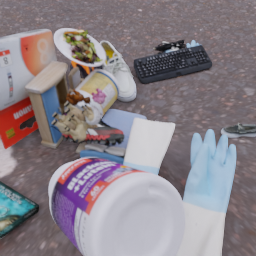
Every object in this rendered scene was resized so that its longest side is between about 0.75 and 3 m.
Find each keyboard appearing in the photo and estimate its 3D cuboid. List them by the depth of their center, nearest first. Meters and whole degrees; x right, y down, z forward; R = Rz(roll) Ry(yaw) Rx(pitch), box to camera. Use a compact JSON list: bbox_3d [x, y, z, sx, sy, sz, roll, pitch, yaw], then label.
[{"bbox_3d":[1.491,-2.452,9.615,2.764,0.548,1.438,-16,64,-16],"label":"keyboard"}]

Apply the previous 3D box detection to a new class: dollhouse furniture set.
[{"bbox_3d":[-0.606,-0.574,6.942,2.706,1.766,2.555,13,44,13],"label":"dollhouse furniture set"}]

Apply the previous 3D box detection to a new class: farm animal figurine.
[{"bbox_3d":[-0.885,-0.218,5.690,1.354,0.681,1.094,15,68,54],"label":"farm animal figurine"}]

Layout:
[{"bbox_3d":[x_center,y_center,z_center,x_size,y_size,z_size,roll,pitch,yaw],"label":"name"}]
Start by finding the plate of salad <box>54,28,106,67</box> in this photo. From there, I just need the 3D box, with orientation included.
[{"bbox_3d":[-1.131,-2.032,6.858,1.358,0.326,1.358,21,43,-21],"label":"plate of salad"}]

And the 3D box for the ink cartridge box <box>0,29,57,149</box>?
[{"bbox_3d":[-2.358,-0.930,6.551,0.596,2.379,1.930,5,28,25],"label":"ink cartridge box"}]

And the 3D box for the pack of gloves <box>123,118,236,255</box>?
[{"bbox_3d":[0.728,0.986,5.137,2.205,0.518,2.625,10,65,19],"label":"pack of gloves"}]

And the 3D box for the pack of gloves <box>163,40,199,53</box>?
[{"bbox_3d":[2.094,-2.939,10.582,1.583,0.372,1.884,5,42,4],"label":"pack of gloves"}]

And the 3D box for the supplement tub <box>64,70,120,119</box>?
[{"bbox_3d":[-0.925,-0.771,7.316,0.983,0.983,1.359,20,54,21],"label":"supplement tub"}]

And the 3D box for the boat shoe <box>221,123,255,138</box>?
[{"bbox_3d":[2.939,0.027,7.337,0.968,0.343,0.349,-2,42,-3],"label":"boat shoe"}]

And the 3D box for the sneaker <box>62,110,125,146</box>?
[{"bbox_3d":[-0.771,-0.017,6.234,1.611,0.569,0.787,5,82,32],"label":"sneaker"}]

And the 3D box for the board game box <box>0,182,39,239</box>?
[{"bbox_3d":[-2.729,1.523,5.559,1.553,0.219,1.050,21,27,22],"label":"board game box"}]

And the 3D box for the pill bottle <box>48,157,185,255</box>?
[{"bbox_3d":[-0.417,1.192,4.376,1.375,1.375,2.468,-28,15,-27],"label":"pill bottle"}]

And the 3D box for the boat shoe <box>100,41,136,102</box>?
[{"bbox_3d":[-0.384,-1.879,8.627,0.832,0.961,2.253,-20,61,-5],"label":"boat shoe"}]

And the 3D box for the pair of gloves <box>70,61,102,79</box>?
[{"bbox_3d":[-2.021,-1.786,8.948,2.370,0.293,2.111,-27,48,-1],"label":"pair of gloves"}]
